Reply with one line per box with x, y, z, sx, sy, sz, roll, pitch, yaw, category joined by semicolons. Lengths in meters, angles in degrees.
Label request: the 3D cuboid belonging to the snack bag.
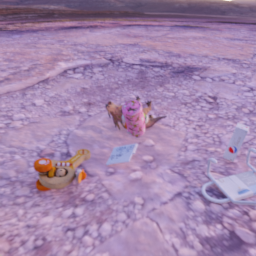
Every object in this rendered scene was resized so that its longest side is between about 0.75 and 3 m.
-0.202;0.913;9.547;0.943;0.107;1.001;-11;29;25;snack bag

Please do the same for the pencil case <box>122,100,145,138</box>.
0.193;-0.276;8.957;0.609;1.470;0.636;10;60;14;pencil case

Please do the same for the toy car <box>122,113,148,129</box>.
0.241;-0.230;10.577;0.837;0.956;0.717;32;47;-26;toy car

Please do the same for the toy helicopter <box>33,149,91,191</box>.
-1.759;1.209;8.682;1.446;0.863;2.187;12;26;21;toy helicopter

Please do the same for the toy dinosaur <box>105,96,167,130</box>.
0.279;-0.432;11.585;2.436;1.046;1.651;22;42;5;toy dinosaur

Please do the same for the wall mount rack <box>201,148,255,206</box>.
3.532;1.535;7.856;2.669;0.995;2.319;-11;30;-17;wall mount rack

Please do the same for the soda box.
3.567;0.488;9.291;0.394;1.238;0.421;23;31;18;soda box
